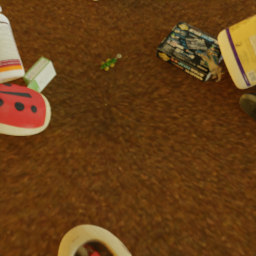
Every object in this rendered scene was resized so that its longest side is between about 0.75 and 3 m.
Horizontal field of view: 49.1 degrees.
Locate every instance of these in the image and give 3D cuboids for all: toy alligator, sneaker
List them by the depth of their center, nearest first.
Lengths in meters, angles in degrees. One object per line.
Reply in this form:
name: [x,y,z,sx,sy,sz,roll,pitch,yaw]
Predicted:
sneaker: [4.915,-0.762,9.236,2.397,0.916,1.373,23,65,8]
toy alligator: [-0.644,-2.400,10.375,0.938,0.225,0.311,-33,80,-13]

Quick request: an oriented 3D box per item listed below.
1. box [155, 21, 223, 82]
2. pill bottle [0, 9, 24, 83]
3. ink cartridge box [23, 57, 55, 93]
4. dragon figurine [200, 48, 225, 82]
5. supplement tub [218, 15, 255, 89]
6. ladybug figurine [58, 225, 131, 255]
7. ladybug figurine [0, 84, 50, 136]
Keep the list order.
box: [2.375,-2.892,10.473,2.155,0.496,1.713,32,68,14]
pill bottle: [-4.360,-2.747,8.898,1.391,1.391,2.540,-16,99,-8]
ink cartridge box: [-3.191,-1.689,9.755,0.423,0.741,1.427,28,67,13]
dragon figurine: [2.898,-2.137,9.528,0.451,1.532,0.762,-26,67,24]
supplement tub: [4.569,-2.672,8.831,2.880,2.094,2.094,-21,61,27]
ladybug figurine: [-0.720,3.626,7.008,1.686,0.893,2.484,-32,66,-26]
ladybug figurine: [-3.389,-0.634,8.315,0.955,2.656,1.803,-49,68,25]
